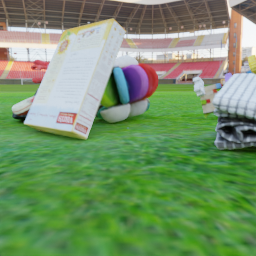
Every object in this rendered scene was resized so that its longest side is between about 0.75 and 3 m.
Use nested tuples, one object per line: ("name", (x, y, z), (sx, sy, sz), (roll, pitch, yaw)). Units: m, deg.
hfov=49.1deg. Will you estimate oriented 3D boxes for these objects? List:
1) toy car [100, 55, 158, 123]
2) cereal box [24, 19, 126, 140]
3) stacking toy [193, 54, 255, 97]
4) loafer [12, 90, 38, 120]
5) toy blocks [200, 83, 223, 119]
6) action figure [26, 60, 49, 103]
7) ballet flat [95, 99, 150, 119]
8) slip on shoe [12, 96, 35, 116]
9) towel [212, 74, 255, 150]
("toy car", (0.020, -1.323, 8.710), (1.711, 1.997, 2.282), (-10, 5, 40))
("cereal box", (-1.332, -1.194, 6.836), (2.017, 2.803, 0.554), (8, -15, 42))
("stacking toy", (3.496, -1.169, 9.040), (1.913, 0.596, 2.537), (-19, -33, 33))
("loafer", (-3.161, -0.870, 9.950), (1.068, 1.061, 2.935), (2, 10, 6))
("toy blocks", (2.883, -0.980, 9.482), (0.796, 1.165, 0.582), (-13, -11, 18))
("action figure", (-2.518, -1.423, 8.282), (1.444, 0.952, 2.917), (-5, 22, -38))
("ballet flat", (-0.352, -0.925, 10.201), (2.631, 0.892, 0.991), (-11, 53, -42))
("slip on shoe", (-2.307, -0.630, 8.790), (1.077, 0.889, 2.906), (-15, 1, 26))
("towel", (2.809, -0.275, 5.359), (1.984, 1.026, 2.396), (13, 28, 25))
